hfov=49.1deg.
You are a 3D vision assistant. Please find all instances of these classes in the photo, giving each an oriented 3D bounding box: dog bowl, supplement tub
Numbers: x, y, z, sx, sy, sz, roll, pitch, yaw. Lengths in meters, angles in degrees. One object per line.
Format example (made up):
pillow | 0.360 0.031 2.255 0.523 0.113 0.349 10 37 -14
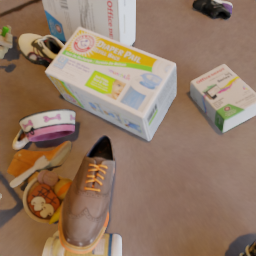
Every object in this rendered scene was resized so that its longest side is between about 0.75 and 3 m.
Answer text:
dog bowl | -1.808 -0.032 6.474 1.273 1.273 0.469 -12 83 -7
supplement tub | -0.796 2.430 5.086 1.342 0.971 0.971 1 58 0

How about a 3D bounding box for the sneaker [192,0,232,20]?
sneaker | 2.836 -4.021 9.459 1.336 0.506 0.585 12 64 7

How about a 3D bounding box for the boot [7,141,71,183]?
boot | -2.064 0.658 6.519 0.977 0.480 1.364 22 55 21

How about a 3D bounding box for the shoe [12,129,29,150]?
shoe | -2.471 0.159 6.802 0.330 0.252 0.943 22 38 -1

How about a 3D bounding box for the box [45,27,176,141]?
box | -0.358 -1.087 6.833 2.712 1.374 1.525 26 74 19

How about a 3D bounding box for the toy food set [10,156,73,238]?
toy food set | -1.614 1.400 5.794 1.566 0.314 1.081 47 61 5

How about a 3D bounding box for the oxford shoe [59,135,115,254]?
oxford shoe | -0.737 1.096 5.384 0.923 0.944 2.589 10 33 -3

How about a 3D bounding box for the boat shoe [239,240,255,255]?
boat shoe | 2.037 2.492 4.915 2.148 0.996 0.802 -11 20 -12

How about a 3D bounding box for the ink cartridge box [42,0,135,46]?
ink cartridge box | -1.102 -3.347 8.058 2.522 1.830 1.056 21 52 18

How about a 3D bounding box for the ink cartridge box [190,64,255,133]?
ink cartridge box | 2.410 -0.780 7.075 1.065 0.618 1.471 -28 56 -4

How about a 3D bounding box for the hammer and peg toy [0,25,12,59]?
hammer and peg toy | -3.910 -2.620 7.892 1.232 0.590 1.675 16 26 -31

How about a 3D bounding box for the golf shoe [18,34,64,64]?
golf shoe | -2.323 -2.313 8.061 2.355 1.037 0.909 33 63 20
